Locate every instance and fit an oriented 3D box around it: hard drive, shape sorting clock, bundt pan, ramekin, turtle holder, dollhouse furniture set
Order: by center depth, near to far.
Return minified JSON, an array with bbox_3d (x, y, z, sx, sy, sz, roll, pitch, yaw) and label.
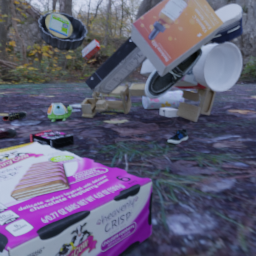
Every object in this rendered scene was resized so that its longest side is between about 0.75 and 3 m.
[{"bbox_3d":[-1.989,-2.934,8.065,0.789,0.789,0.155,-8,-8,-34],"label":"shape sorting clock"},{"bbox_3d":[-0.187,-2.350,10.435,2.709,0.513,1.893,-43,-8,12],"label":"hard drive"},{"bbox_3d":[-2.659,-3.809,11.315,1.927,0.723,1.927,11,49,-14],"label":"bundt pan"},{"bbox_3d":[3.574,-2.493,11.398,1.926,1.926,0.939,-5,19,-23],"label":"ramekin"},{"bbox_3d":[-3.133,-0.727,12.832,1.081,0.768,0.821,-1,11,-3],"label":"turtle holder"},{"bbox_3d":[3.620,-1.133,13.258,1.788,1.700,1.456,9,11,-27],"label":"dollhouse furniture set"},{"bbox_3d":[-0.562,-1.024,14.128,2.734,1.520,2.418,5,37,21],"label":"dollhouse furniture set"}]

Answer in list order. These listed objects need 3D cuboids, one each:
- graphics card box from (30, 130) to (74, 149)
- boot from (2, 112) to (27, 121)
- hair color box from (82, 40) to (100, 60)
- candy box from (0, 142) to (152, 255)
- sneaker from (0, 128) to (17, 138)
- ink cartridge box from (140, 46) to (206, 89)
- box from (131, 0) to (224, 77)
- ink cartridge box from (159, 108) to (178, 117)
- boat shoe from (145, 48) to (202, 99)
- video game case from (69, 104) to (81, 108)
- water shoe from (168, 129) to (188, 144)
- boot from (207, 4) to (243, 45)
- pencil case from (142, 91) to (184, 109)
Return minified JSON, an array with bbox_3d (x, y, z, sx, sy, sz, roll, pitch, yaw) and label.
[{"bbox_3d":[-2.387,0.348,8.727,1.251,0.318,0.785,11,16,40],"label":"graphics card box"},{"bbox_3d":[-5.232,-0.515,12.916,0.934,0.337,0.706,-5,13,5],"label":"boot"},{"bbox_3d":[-1.676,-3.502,12.568,0.878,0.446,0.269,-29,-33,30],"label":"hair color box"},{"bbox_3d":[-1.386,1.019,3.995,2.919,0.890,1.991,9,16,41],"label":"candy box"},{"bbox_3d":[-4.186,0.247,9.337,0.906,0.343,0.524,-5,13,30],"label":"sneaker"},{"bbox_3d":[2.167,-2.913,12.494,2.483,1.804,1.796,12,2,-31],"label":"ink cartridge box"},{"bbox_3d":[1.285,-2.650,7.698,1.956,1.489,1.040,-38,-2,-3],"label":"box"},{"bbox_3d":[2.062,-0.779,14.087,0.624,0.363,0.863,-5,13,-23],"label":"ink cartridge box"},{"bbox_3d":[1.481,-1.920,9.299,2.361,0.851,0.837,-47,7,-6],"label":"boat shoe"},{"bbox_3d":[-3.023,-1.387,17.691,1.024,0.113,0.934,8,14,39],"label":"video game case"},{"bbox_3d":[1.582,0.251,9.005,0.352,0.388,0.984,9,15,37],"label":"water shoe"},{"bbox_3d":[2.833,-3.371,10.157,2.600,0.946,1.174,-15,-32,20],"label":"boot"},{"bbox_3d":[2.081,-1.692,16.753,2.475,1.029,1.123,-2,46,-13],"label":"pencil case"}]
